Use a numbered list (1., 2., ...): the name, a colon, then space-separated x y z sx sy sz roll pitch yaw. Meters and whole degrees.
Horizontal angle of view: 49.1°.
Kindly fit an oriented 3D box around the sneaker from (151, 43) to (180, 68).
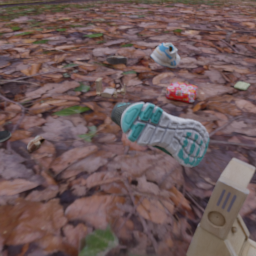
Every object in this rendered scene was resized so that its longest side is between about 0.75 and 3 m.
1. sneaker: 1.696 -2.946 11.330 0.729 0.770 1.906 50 31 15

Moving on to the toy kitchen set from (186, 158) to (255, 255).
1. toy kitchen set: 2.424 2.406 5.042 2.523 2.276 2.058 26 33 25

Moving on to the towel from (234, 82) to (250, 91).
1. towel: 5.904 -2.184 14.542 0.645 0.159 0.870 20 38 30

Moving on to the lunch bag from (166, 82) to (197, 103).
1. lunch bag: 2.529 -1.665 13.330 1.407 0.576 1.239 14 35 21

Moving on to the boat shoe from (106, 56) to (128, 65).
1. boat shoe: -0.734 -4.255 17.527 1.379 0.522 0.495 0 28 -17

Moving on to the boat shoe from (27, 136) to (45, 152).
1. boat shoe: -3.299 0.577 10.063 0.317 0.334 0.883 11 36 13

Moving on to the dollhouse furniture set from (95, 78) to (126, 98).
1. dollhouse furniture set: -0.902 -1.932 13.706 1.433 0.634 0.743 10 34 14

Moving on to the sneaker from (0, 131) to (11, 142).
1. sneaker: -5.039 0.187 10.331 1.276 0.678 0.477 -13 35 -19

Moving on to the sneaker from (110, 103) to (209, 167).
1. sneaker: 0.730 0.048 6.224 2.655 1.030 1.211 28 0 -35
